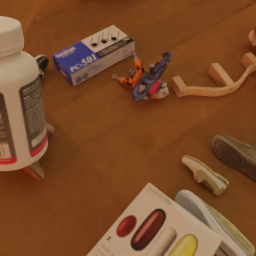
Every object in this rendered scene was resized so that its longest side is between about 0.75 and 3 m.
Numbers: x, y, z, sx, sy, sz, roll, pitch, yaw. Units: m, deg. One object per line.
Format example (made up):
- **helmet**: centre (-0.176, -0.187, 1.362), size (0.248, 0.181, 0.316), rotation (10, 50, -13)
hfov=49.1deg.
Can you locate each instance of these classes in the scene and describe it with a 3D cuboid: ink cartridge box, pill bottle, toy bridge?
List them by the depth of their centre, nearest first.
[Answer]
- **pill bottle**: centre (-2.402, -0.610, 5.322), size (1.473, 2.660, 1.473), rotation (3, 35, -2)
- **toy bridge**: centre (2.665, -1.414, 8.002), size (2.794, 0.380, 0.939), rotation (-19, 60, -13)
- **ink cartridge box**: centre (-1.010, -2.241, 8.494), size (2.287, 0.506, 1.075), rotation (-34, 61, -21)

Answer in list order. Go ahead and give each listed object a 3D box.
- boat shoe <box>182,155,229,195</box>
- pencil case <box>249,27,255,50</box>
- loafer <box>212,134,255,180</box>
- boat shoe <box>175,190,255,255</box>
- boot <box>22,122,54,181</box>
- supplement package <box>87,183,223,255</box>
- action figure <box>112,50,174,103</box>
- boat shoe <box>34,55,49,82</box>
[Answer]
- **boat shoe**: centre (1.654, 1.040, 6.242), size (1.132, 0.423, 0.387), rotation (34, 82, 17)
- **pencil case**: centre (4.491, -2.028, 7.995), size (1.213, 1.055, 2.712), rotation (-17, 53, 16)
- **loafer**: centre (2.716, 0.662, 6.507), size (1.629, 0.613, 0.567), rotation (38, 50, 19)
- **boat shoe**: centre (1.693, 1.958, 5.616), size (0.558, 0.648, 1.801), rotation (-20, 60, -40)
- **boot**: centre (-2.226, 0.384, 6.670), size (1.613, 0.566, 1.179), rotation (33, 58, 18)
- **supplement package**: centre (0.452, 2.232, 4.959), size (1.583, 1.218, 1.656), rotation (34, 63, 21)
- **action figure**: centre (0.565, -1.450, 7.772), size (1.651, 0.863, 1.597), rotation (-46, 70, 0)
- **boat shoe**: centre (-2.664, -1.428, 7.936), size (0.459, 0.575, 1.522), rotation (24, 71, 17)
